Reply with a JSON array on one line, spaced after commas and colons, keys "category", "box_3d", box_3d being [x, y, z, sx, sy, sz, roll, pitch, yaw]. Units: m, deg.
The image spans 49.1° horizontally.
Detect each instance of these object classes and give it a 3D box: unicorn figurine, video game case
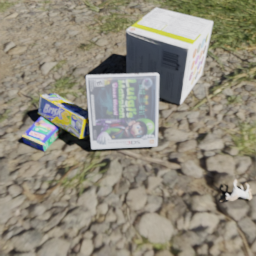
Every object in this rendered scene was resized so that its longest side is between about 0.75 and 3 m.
[{"category": "unicorn figurine", "box_3d": [3.745, 2.201, 9.581, 1.111, 0.410, 0.763, 10, 57, 2]}, {"category": "video game case", "box_3d": [-0.184, -0.566, 10.504, 2.617, 2.878, 0.336, -3, 22, -4]}]

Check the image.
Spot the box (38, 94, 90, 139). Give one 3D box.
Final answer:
[{"category": "box", "box_3d": [-2.540, -0.541, 11.475, 2.552, 0.894, 0.821, 28, 26, 28]}]

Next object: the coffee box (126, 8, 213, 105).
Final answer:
[{"category": "coffee box", "box_3d": [1.897, -3.491, 13.389, 2.982, 2.978, 2.949, 23, 50, 21]}]

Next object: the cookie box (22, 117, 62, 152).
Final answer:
[{"category": "cookie box", "box_3d": [-3.502, 0.242, 11.479, 1.063, 0.467, 1.243, 21, 50, 16]}]
